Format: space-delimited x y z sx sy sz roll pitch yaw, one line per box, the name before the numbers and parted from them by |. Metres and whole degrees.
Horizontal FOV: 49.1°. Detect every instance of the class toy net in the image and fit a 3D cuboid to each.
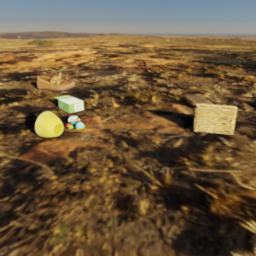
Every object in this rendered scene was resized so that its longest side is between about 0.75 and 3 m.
toy net | -1.989 -0.154 10.140 0.575 0.212 1.096 -24 25 -17

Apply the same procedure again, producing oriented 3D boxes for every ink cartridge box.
ink cartridge box | -2.569 -1.046 12.146 0.703 0.401 1.354 -16 26 -37

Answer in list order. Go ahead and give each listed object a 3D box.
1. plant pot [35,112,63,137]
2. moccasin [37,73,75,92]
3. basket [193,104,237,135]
plant pot | -2.442 -0.039 8.971 0.603 0.850 0.850 20 28 27
moccasin | -3.954 -2.508 15.254 2.266 0.875 0.829 10 27 24
basket | 2.969 -0.430 9.671 1.373 1.023 0.980 4 21 14
